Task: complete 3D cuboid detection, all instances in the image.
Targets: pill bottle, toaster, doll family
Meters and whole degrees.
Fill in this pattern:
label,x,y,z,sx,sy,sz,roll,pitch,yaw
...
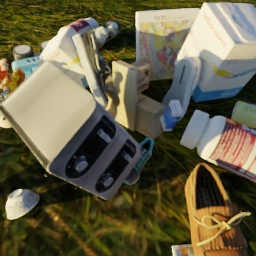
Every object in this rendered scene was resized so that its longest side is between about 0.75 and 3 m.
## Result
label,x,y,z,sx,sy,sz,roll,pitch,yaw
pill bottle,-2.261,-4.442,13.114,1.056,1.056,1.927,21,44,23
pill bottle,2.477,0.406,6.948,2.125,1.164,1.164,25,45,8
toaster,-1.248,0.069,6.360,1.622,2.472,2.734,-48,54,-5
doll family,-4.068,-1.171,8.944,2.588,1.166,1.607,-21,39,41

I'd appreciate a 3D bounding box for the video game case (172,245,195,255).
label,x,y,z,sx,sy,sz,roll,pitch,yaw
video game case,1.436,2.639,5.454,1.041,0.094,0.745,-2,40,-2

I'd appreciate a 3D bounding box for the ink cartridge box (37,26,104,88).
label,x,y,z,sx,sy,sz,roll,pitch,yaw
ink cartridge box,-1.869,-2.214,9.266,1.193,1.621,1.172,-21,42,37

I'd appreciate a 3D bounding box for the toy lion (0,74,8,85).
label,x,y,z,sx,sy,sz,roll,pitch,yaw
toy lion,-5.055,-1.731,10.176,1.451,0.498,1.391,-24,41,-36

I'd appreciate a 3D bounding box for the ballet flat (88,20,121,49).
label,x,y,z,sx,sy,sz,roll,pitch,yaw
ballet flat,-1.137,-4.429,13.098,0.959,0.959,2.713,17,40,19

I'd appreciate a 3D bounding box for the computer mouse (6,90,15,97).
label,x,y,z,sx,sy,sz,roll,pitch,yaw
computer mouse,-2.337,-0.416,7.616,1.167,2.129,0.467,-30,60,-8

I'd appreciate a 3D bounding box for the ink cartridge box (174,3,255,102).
label,x,y,z,sx,sy,sz,roll,pitch,yaw
ink cartridge box,2.816,-2.226,8.394,1.685,2.329,1.715,-9,61,-21

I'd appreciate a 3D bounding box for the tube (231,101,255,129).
label,x,y,z,sx,sy,sz,roll,pitch,yaw
tube,4.544,-0.116,8.354,2.738,0.711,0.794,16,81,13

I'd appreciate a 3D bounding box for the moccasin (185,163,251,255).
label,x,y,z,sx,sy,sz,roll,pitch,yaw
moccasin,1.774,1.826,5.531,1.004,1.060,2.746,1,36,4

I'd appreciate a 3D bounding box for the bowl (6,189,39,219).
label,x,y,z,sx,sy,sz,roll,pitch,yaw
bowl,-2.413,1.606,6.214,0.778,0.365,0.778,-22,21,9

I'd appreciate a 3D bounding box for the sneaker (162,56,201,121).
label,x,y,z,sx,sy,sz,roll,pitch,yaw
sneaker,1.652,-1.074,8.292,0.776,2.191,0.800,-23,51,-40

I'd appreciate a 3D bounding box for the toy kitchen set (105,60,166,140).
label,x,y,z,sx,sy,sz,roll,pitch,yaw
toy kitchen set,0.529,-1.416,8.765,2.467,2.013,2.226,32,49,32

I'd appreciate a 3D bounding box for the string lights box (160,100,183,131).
label,x,y,z,sx,sy,sz,roll,pitch,yaw
string lights box,1.050,-0.290,6.864,0.228,0.775,0.398,-2,59,-19

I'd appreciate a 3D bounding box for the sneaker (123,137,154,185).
label,x,y,z,sx,sy,sz,roll,pitch,yaw
sneaker,0.241,0.775,7.146,0.571,0.671,1.472,29,47,5

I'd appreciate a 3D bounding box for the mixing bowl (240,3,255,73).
label,x,y,z,sx,sy,sz,roll,pitch,yaw
mixing bowl,4.189,-3.122,10.813,2.795,1.514,2.795,4,75,-14

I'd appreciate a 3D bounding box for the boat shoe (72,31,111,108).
label,x,y,z,sx,sy,sz,roll,pitch,yaw
boat shoe,-0.924,-1.748,8.307,0.755,2.373,0.839,-20,-2,-3

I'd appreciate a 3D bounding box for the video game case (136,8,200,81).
label,x,y,z,sx,sy,sz,roll,pitch,yaw
video game case,1.422,-2.988,10.266,2.264,2.487,0.285,-7,33,-8

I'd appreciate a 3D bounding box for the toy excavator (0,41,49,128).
label,x,y,z,sx,sy,sz,roll,pitch,yaw
toy excavator,-3.256,-1.485,9.533,2.761,1.418,2.840,-17,52,-17
